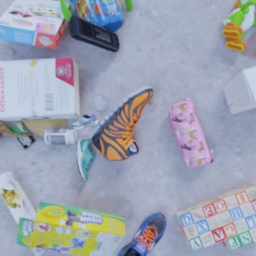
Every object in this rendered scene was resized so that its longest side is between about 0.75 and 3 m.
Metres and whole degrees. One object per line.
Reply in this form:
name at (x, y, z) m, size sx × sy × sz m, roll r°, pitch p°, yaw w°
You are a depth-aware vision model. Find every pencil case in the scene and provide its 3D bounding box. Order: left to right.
pencil case at (2.073, 0.197, 9.430) m, size 1.000 × 0.957 × 2.310 m, roll -20°, pitch 79°, yaw 6°

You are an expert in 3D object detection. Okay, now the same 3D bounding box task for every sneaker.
sneaker at (-1.411, -0.237, 9.055) m, size 0.994 × 0.383 × 0.423 m, roll -12°, pitch 113°, yaw 24°
sneaker at (-1.441, 1.058, 9.518) m, size 0.582 × 0.566 × 1.462 m, roll -3°, pitch 79°, yaw -9°
sneaker at (0.064, 0.031, 9.038) m, size 2.822 × 1.095 × 1.581 m, roll -43°, pitch 76°, yaw 28°
sneaker at (0.468, 3.692, 8.852) m, size 0.841 × 0.876 × 2.233 m, roll 38°, pitch 82°, yaw 5°

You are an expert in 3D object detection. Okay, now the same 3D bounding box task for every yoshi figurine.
yoshi figurine at (4.510, -4.095, 10.108) m, size 1.436 × 1.442 × 2.565 m, roll 32°, pitch 78°, yaw -10°

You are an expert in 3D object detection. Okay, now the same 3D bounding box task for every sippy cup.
sippy cup at (-1.029, -4.281, 9.930) m, size 2.420 × 1.900 × 1.774 m, roll -22°, pitch 92°, yaw 6°

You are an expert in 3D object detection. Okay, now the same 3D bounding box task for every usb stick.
usb stick at (-1.020, -2.991, 9.135) m, size 0.427 × 2.617 × 0.726 m, roll -10°, pitch 90°, yaw 26°

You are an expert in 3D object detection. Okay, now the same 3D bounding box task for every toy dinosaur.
toy dinosaur at (-4.350, 0.100, 9.662) m, size 1.798 × 0.543 × 0.955 m, roll 33°, pitch 82°, yaw 7°

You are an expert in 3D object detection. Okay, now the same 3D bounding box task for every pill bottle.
pill bottle at (-2.302, 0.308, 9.623) m, size 1.003 × 0.570 × 0.570 m, roll 1°, pitch 80°, yaw 0°

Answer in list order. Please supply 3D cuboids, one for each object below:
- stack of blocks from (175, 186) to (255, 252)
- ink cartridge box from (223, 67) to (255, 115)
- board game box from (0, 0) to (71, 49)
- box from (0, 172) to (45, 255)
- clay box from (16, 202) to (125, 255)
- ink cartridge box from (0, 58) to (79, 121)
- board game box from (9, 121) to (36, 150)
stack of blocks at (3.067, 3.047, 9.013) m, size 2.662 × 0.780 × 1.533 m, roll -19°, pitch 80°, yaw -3°
ink cartridge box at (4.760, -1.451, 9.257) m, size 2.614 × 1.909 × 1.102 m, roll -16°, pitch 81°, yaw -3°
board game box at (-3.142, -3.700, 9.600) m, size 1.921 × 0.506 × 2.510 m, roll 9°, pitch 45°, yaw -5°
box at (-3.425, 2.761, 9.166) m, size 0.552 × 0.591 × 2.852 m, roll -33°, pitch 82°, yaw -9°
clay box at (-1.693, 3.022, 8.194) m, size 2.864 × 1.646 × 0.682 m, roll 15°, pitch 39°, yaw -11°
ink cartridge box at (-3.054, -1.264, 9.569) m, size 2.637 × 1.129 × 1.946 m, roll -2°, pitch 86°, yaw 1°
board game box at (-3.717, 0.259, 9.874) m, size 0.486 × 0.109 × 0.927 m, roll -39°, pitch 82°, yaw -4°
